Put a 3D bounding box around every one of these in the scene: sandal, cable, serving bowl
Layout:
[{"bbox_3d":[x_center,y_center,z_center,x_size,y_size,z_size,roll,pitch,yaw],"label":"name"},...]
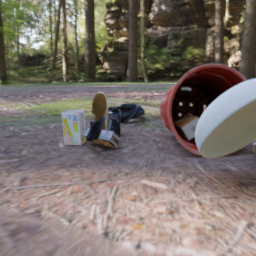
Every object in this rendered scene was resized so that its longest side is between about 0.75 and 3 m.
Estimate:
[{"bbox_3d":[-1.137,0.086,8.911,0.381,0.676,1.779,22,-24,-15],"label":"sandal"},{"bbox_3d":[-0.583,-0.728,15.110,2.951,0.750,2.408,0,19,8],"label":"cable"},{"bbox_3d":[2.539,-0.292,6.510,2.418,2.418,0.795,-8,53,-31],"label":"serving bowl"}]

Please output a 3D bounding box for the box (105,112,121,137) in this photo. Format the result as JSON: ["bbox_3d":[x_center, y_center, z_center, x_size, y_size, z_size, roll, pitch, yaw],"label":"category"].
[{"bbox_3d":[-0.812,-0.157,11.549,0.987,0.971,0.612,1,13,4],"label":"box"}]

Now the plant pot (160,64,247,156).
[{"bbox_3d":[2.508,-0.631,10.154,2.927,2.927,2.847,-1,4,-6],"label":"plant pot"}]

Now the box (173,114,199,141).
[{"bbox_3d":[2.196,-0.052,10.242,0.711,0.557,1.144,-32,11,-1],"label":"box"}]

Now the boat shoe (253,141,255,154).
[{"bbox_3d":[4.055,0.470,8.374,0.577,0.460,1.525,22,-9,16],"label":"boat shoe"}]

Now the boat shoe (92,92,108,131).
[{"bbox_3d":[-1.023,-0.673,10.580,0.571,1.614,0.559,9,33,8],"label":"boat shoe"}]

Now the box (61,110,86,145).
[{"bbox_3d":[-1.981,-0.010,10.337,0.677,1.203,0.610,0,14,13],"label":"box"}]

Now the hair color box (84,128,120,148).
[{"bbox_3d":[-0.921,0.347,9.971,1.170,0.355,0.579,8,-25,33],"label":"hair color box"}]
